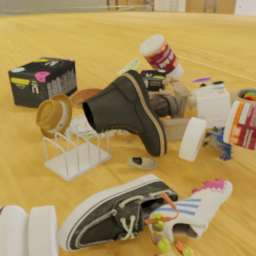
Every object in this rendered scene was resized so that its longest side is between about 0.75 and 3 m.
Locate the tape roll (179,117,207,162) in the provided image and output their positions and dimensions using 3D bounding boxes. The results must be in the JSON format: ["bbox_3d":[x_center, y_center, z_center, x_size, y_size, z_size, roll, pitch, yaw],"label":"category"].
[{"bbox_3d":[1.953,0.350,8.444,0.450,1.287,1.287,19,33,17],"label":"tape roll"}]

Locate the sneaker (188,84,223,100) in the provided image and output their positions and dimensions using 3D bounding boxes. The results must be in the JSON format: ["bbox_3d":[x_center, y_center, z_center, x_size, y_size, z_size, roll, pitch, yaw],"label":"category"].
[{"bbox_3d":[3.021,-1.164,11.416,1.749,0.644,1.011,-29,25,36],"label":"sneaker"}]

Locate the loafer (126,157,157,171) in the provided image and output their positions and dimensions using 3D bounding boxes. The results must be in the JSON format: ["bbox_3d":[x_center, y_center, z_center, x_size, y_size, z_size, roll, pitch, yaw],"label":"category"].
[{"bbox_3d":[0.425,1.030,8.186,0.922,0.315,0.349,4,63,-13],"label":"loafer"}]

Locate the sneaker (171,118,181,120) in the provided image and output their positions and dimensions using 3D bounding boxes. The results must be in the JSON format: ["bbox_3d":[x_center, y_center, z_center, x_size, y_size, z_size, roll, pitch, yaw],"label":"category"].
[{"bbox_3d":[1.512,-0.014,10.108,1.307,0.477,0.463,-8,58,15],"label":"sneaker"}]

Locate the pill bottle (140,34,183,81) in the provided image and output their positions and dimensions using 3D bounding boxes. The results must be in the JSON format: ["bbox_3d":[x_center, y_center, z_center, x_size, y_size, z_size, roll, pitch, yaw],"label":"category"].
[{"bbox_3d":[1.770,-3.468,14.373,1.349,2.363,1.349,-26,41,25],"label":"pill bottle"}]

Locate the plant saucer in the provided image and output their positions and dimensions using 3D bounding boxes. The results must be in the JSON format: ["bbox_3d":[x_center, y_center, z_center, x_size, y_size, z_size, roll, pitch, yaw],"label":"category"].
[{"bbox_3d":[-1.631,-1.390,12.872,1.968,0.368,1.968,0,29,0],"label":"plant saucer"}]

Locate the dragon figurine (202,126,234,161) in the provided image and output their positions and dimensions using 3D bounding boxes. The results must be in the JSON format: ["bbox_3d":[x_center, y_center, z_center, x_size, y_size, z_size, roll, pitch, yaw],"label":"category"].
[{"bbox_3d":[3.143,0.445,9.081,1.088,0.644,2.188,25,26,30],"label":"dragon figurine"}]

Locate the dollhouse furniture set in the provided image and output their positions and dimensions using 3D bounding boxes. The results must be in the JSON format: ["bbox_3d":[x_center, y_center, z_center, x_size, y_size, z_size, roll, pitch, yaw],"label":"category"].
[{"bbox_3d":[1.461,-0.885,10.436,1.211,1.418,2.736,-5,37,-12],"label":"dollhouse furniture set"}]

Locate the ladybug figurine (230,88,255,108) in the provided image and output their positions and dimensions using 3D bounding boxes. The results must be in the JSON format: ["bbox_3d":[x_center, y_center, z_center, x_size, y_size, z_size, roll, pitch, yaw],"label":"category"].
[{"bbox_3d":[5.015,-1.013,11.656,1.584,0.840,2.334,19,34,31],"label":"ladybug figurine"}]

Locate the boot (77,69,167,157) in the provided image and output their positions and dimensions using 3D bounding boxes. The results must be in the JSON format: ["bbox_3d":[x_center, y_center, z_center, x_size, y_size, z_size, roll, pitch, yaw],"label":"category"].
[{"bbox_3d":[-0.130,0.001,8.203,1.959,2.832,1.097,-34,17,-26],"label":"boot"}]

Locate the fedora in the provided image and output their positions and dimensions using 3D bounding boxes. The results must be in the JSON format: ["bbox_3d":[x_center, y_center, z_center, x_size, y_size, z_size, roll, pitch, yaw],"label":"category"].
[{"bbox_3d":[-2.686,-0.437,9.692,1.686,1.686,0.688,23,2,36],"label":"fedora"}]

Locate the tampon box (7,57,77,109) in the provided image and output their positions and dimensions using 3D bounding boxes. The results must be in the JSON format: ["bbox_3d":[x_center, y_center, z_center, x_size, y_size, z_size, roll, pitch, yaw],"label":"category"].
[{"bbox_3d":[-3.796,-2.112,12.882,1.922,1.619,2.564,9,30,16],"label":"tampon box"}]

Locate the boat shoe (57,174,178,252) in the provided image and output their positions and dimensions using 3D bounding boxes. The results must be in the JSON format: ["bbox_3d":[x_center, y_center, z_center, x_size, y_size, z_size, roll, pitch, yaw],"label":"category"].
[{"bbox_3d":[-0.073,1.875,6.120,2.926,1.035,0.932,-20,34,-37],"label":"boat shoe"}]

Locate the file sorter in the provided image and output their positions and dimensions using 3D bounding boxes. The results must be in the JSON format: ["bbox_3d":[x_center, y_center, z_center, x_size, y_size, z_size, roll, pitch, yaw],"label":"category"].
[{"bbox_3d":[-1.525,0.596,8.475,1.179,1.058,1.698,25,36,37],"label":"file sorter"}]

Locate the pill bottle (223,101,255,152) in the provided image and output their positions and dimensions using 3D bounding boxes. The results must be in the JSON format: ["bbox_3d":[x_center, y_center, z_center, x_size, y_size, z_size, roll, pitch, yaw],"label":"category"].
[{"bbox_3d":[3.811,0.113,7.521,2.171,1.239,1.239,17,33,25],"label":"pill bottle"}]

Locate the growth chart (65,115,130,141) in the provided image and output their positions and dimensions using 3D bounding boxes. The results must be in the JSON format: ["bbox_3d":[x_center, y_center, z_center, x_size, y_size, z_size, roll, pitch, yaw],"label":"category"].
[{"bbox_3d":[-1.088,-0.102,10.604,2.879,0.255,2.083,-6,29,-11],"label":"growth chart"}]

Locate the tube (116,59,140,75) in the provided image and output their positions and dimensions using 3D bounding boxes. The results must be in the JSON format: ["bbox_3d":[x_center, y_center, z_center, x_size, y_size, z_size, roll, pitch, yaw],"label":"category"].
[{"bbox_3d":[0.099,-3.520,16.698,0.656,0.587,2.260,-30,16,33],"label":"tube"}]

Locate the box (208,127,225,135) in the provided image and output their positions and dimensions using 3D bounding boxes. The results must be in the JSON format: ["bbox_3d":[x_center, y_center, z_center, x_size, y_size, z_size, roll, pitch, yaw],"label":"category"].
[{"bbox_3d":[3.858,-0.080,10.543,1.527,0.265,0.840,-17,33,-29],"label":"box"}]

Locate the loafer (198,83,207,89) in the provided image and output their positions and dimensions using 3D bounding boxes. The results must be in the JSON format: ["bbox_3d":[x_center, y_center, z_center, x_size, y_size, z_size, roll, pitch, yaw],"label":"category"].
[{"bbox_3d":[3.511,-1.584,12.972,0.664,0.599,1.756,0,28,0],"label":"loafer"}]

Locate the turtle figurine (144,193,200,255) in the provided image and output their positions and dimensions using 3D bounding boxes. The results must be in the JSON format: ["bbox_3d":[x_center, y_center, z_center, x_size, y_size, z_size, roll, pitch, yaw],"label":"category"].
[{"bbox_3d":[0.460,2.519,5.087,2.030,0.811,2.517,-16,50,-9],"label":"turtle figurine"}]

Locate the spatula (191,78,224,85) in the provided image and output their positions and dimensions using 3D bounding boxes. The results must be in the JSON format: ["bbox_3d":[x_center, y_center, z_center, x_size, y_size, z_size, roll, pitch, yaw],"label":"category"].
[{"bbox_3d":[3.009,-1.689,10.272,0.582,0.212,2.061,3,5,42],"label":"spatula"}]

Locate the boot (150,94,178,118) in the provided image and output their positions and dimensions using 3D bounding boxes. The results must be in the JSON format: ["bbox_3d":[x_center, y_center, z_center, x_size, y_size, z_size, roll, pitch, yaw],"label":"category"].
[{"bbox_3d":[0.382,-0.627,10.271,2.328,0.926,2.674,-12,2,-9],"label":"boot"}]

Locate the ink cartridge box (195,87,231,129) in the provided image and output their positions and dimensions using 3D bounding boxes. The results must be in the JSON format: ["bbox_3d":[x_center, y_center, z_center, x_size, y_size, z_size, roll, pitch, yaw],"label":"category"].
[{"bbox_3d":[3.060,-0.736,10.129,1.135,1.116,1.542,-8,16,14],"label":"ink cartridge box"}]

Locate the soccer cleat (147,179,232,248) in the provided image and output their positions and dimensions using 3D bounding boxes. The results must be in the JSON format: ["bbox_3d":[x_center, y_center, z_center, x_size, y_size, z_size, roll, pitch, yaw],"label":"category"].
[{"bbox_3d":[1.585,1.960,6.353,2.356,0.823,1.017,-17,42,-21],"label":"soccer cleat"}]

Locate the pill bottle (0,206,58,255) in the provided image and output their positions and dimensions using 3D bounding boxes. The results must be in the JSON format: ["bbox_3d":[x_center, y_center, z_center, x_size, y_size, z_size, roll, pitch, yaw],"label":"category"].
[{"bbox_3d":[-2.634,2.198,5.147,2.533,1.388,1.388,-5,29,-11],"label":"pill bottle"}]

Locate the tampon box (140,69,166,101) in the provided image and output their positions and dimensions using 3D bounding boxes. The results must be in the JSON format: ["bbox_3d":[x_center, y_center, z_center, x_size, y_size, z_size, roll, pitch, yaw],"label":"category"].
[{"bbox_3d":[1.136,-2.066,13.396,1.247,1.050,1.664,5,29,9],"label":"tampon box"}]
